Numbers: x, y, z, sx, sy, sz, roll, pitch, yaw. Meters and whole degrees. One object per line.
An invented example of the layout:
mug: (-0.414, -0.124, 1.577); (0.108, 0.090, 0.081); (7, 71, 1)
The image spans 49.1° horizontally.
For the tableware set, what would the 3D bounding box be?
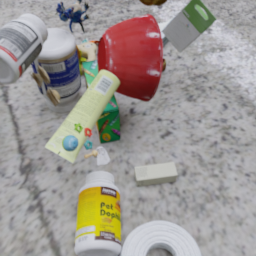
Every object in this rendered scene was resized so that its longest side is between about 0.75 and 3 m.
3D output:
tableware set: (-2.418, -1.194, 8.324); (0.173, 1.488, 1.243); (-37, 104, -21)

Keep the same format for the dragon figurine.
dragon figurine: (-1.987, -3.871, 9.901); (1.173, 2.359, 0.694); (-44, 93, -14)

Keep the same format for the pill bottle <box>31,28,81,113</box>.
pill bottle: (-2.649, -2.031, 10.489); (1.678, 2.900, 1.678); (1, 50, -2)

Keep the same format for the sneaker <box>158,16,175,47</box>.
sneaker: (1.780, -4.979, 14.165); (1.005, 1.037, 2.839); (31, 57, 17)

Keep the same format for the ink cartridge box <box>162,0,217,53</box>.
ink cartridge box: (2.247, -3.740, 10.011); (1.096, 2.111, 0.626); (49, 60, -4)

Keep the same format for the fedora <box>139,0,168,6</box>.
fedora: (0.762, -5.032, 10.281); (1.612, 1.612, 0.657); (23, 69, 18)

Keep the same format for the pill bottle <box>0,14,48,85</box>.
pill bottle: (-2.970, -2.149, 7.443); (1.123, 1.123, 1.939); (12, 49, 10)

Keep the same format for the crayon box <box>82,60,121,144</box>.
crayon box: (-1.014, -1.031, 10.460); (0.816, 1.664, 2.801); (-12, 51, -9)

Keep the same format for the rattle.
rattle: (-2.195, -3.883, 12.733); (1.818, 1.994, 2.792); (14, 56, 29)

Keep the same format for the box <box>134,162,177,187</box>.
box: (0.886, 1.513, 9.121); (1.338, 0.457, 0.550); (-5, 50, -5)

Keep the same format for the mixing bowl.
mixing bowl: (-0.128, -2.189, 8.861); (1.492, 2.755, 2.755); (-3, 49, -18)

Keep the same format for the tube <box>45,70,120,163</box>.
tube: (-1.119, -0.351, 7.304); (0.653, 0.730, 2.515); (38, 72, -23)

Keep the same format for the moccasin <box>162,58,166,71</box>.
moccasin: (1.080, -2.553, 12.390); (1.705, 0.658, 0.624); (-32, 57, -24)

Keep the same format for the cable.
cable: (0.827, 3.524, 7.239); (2.174, 0.753, 2.174); (-2, 50, -2)

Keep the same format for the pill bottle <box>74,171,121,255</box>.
pill bottle: (-0.817, 2.395, 7.874); (1.222, 1.222, 2.237); (-2, 50, -2)

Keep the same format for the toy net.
toy net: (-0.901, 0.428, 6.496); (0.244, 1.266, 0.664); (-3, 59, 47)
